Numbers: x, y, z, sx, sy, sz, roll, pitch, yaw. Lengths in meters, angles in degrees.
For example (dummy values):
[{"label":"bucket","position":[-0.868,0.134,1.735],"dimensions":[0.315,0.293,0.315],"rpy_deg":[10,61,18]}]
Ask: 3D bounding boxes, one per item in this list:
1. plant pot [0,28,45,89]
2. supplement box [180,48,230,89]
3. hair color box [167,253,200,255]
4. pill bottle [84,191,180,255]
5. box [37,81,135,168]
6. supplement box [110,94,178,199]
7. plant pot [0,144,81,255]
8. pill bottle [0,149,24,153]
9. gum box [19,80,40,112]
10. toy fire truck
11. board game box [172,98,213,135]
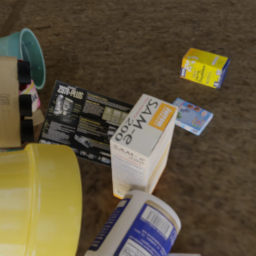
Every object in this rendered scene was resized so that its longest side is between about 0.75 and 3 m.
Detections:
[{"label":"plant pot","position":[-5.068,-2.689,11.658],"dimensions":[2.410,2.461,2.461],"rpy_deg":[-7,46,4]},{"label":"supplement box","position":[3.382,-2.645,12.394],"dimensions":[1.840,1.001,1.008],"rpy_deg":[22,50,20]},{"label":"hair color box","position":[1.340,3.864,6.448],"dimensions":[0.876,0.529,1.726],"rpy_deg":[2,45,1]},{"label":"pill bottle","position":[-0.064,2.998,6.483],"dimensions":[1.641,1.641,2.741],"rpy_deg":[24,53,21]},{"label":"box","position":[-1.260,-0.105,8.630],"dimensions":[2.457,2.012,1.058],"rpy_deg":[16,2,-7]},{"label":"supplement box","position":[0.388,0.737,7.593],"dimensions":[1.024,2.786,1.756],"rpy_deg":[23,53,17]},{"label":"plant pot","position":[-2.581,1.626,5.643],"dimensions":[2.573,2.734,2.734],"rpy_deg":[7,41,-26]},{"label":"pill bottle","position":[-3.516,1.368,8.169],"dimensions":[2.766,1.532,1.532],"rpy_deg":[2,46,2]},{"label":"gum box","position":[-4.178,-0.808,10.478],"dimensions":[0.704,1.208,2.128],"rpy_deg":[12,47,11]},{"label":"toy fire truck","position":[-3.515,-0.759,8.838],"dimensions":[1.833,2.507,2.849],"rpy_deg":[-3,3,-20]},{"label":"board game box","position":[2.290,-0.469,10.797],"dimensions":[1.542,0.282,1.166],"rpy_deg":[28,52,25]}]
